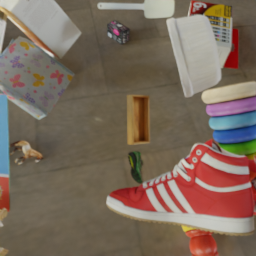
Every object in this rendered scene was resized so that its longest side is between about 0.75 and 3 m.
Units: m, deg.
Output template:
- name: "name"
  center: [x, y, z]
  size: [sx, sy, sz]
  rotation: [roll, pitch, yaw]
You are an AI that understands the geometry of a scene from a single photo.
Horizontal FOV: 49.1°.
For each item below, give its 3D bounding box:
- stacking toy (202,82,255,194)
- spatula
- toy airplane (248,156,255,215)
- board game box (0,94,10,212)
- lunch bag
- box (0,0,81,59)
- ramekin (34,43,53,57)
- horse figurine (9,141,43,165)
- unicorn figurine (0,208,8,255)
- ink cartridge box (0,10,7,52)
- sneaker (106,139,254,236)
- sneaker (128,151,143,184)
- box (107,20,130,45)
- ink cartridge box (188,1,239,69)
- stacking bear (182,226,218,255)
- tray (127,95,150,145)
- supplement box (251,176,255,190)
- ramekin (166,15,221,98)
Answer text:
- name: "stacking toy"
  center: [2.540, 0.488, 6.371]
  size: [1.243, 1.243, 2.912]
  rotation: [-11, 93, -7]
- name: "spatula"
  center: [0.149, -4.268, 8.281]
  size: [2.689, 1.870, 0.216]
  rotation: [13, 27, 26]
- name: "toy airplane"
  center: [2.566, 1.200, 5.256]
  size: [1.634, 1.634, 0.300]
  rotation: [36, 41, 21]
- name: "board game box"
  center: [-3.070, 0.300, 6.136]
  size: [0.580, 2.875, 2.200]
  rotation: [-2, 98, -29]
- name: "lunch bag"
  center: [-2.788, -1.413, 7.925]
  size: [1.879, 1.195, 1.593]
  rotation: [37, 67, -25]
- name: "box"
  center: [-2.578, -3.131, 7.984]
  size: [1.476, 1.939, 1.031]
  rotation: [34, 84, 38]
- name: "ramekin"
  center: [-3.675, -2.239, 10.591]
  size: [1.881, 0.917, 1.881]
  rotation: [0, 58, 0]
- name: "horse figurine"
  center: [-3.386, 0.753, 9.040]
  size: [0.791, 0.298, 1.193]
  rotation: [-30, 56, -31]
- name: "unicorn figurine"
  center: [-2.802, 1.472, 4.493]
  size: [1.723, 0.927, 2.509]
  rotation: [9, 86, 13]
- name: "ink cartridge box"
  center: [-3.667, -1.839, 6.855]
  size: [1.727, 0.438, 1.960]
  rotation: [-39, 43, 23]
- name: "sneaker"
  center: [0.917, 1.029, 5.575]
  size: [2.928, 1.043, 1.646]
  rotation: [0, 89, 25]
- name: "sneaker"
  center: [0.251, 0.936, 6.632]
  size: [0.338, 0.309, 0.792]
  rotation: [-12, 95, -36]
- name: "box"
  center: [-0.416, -4.071, 11.947]
  size: [0.898, 0.594, 0.515]
  rotation: [39, 61, 22]
- name: "ink cartridge box"
  center: [3.516, -3.834, 11.481]
  size: [2.347, 1.121, 2.674]
  rotation: [10, 58, 6]
- name: "stacking bear"
  center: [1.874, 2.562, 7.558]
  size: [1.106, 1.036, 1.822]
  rotation: [-6, 63, -4]
- name: "tray"
  center: [0.268, -0.216, 7.372]
  size: [0.627, 0.235, 1.270]
  rotation: [-3, 94, -42]
- name: "supplement box"
  center: [2.961, 0.889, 5.489]
  size: [0.535, 0.984, 0.300]
  rotation: [14, 36, -21]
- name: "ramekin"
  center: [1.870, -2.076, 7.921]
  size: [1.064, 2.284, 2.284]
  rotation: [-14, 57, 13]
